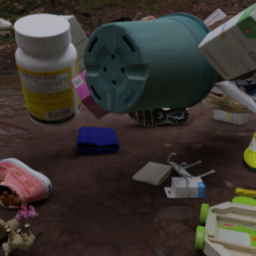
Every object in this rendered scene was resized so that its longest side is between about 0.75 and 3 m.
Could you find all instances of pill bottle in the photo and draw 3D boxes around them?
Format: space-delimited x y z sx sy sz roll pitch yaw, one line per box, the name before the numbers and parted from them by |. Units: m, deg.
pill bottle | -2.261 -1.563 8.052 1.654 2.894 1.654 3 43 -3

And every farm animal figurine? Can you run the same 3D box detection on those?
farm animal figurine | -2.283 1.866 5.086 1.338 0.705 1.353 -20 30 -20

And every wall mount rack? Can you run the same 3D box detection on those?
wall mount rack | 1.747 1.129 7.960 1.083 0.465 1.247 20 10 -21

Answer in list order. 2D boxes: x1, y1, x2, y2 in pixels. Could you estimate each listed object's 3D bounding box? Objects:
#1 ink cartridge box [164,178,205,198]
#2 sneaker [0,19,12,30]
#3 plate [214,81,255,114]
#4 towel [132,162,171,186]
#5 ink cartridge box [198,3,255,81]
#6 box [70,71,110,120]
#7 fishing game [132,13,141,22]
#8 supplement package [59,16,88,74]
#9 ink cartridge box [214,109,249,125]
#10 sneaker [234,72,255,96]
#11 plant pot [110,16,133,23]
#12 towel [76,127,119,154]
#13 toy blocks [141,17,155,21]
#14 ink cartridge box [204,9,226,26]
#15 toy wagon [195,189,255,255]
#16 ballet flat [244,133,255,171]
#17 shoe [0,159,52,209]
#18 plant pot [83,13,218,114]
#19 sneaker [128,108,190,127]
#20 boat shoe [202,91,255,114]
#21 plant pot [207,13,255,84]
ink cartridge box | 1.390 1.478 6.955 0.909 0.308 0.527 -1 16 -2
sneaker | -3.379 -2.735 7.124 0.757 0.354 0.266 6 47 -9
plate | 3.254 -1.478 9.509 2.225 0.360 2.230 27 22 -26
towel | 0.703 1.282 7.861 0.767 0.200 1.158 7 18 29
ink cartridge box | 1.998 -1.466 4.938 0.540 0.897 1.234 -52 14 -26
box | -0.929 -0.812 7.073 0.453 0.937 0.825 -34 56 4
fishing game | 0.504 -2.457 8.070 1.668 1.195 0.259 23 34 -38
supplement package | -2.204 -2.932 10.692 1.315 2.243 1.311 -43 37 -15
ink cartridge box | 4.992 -0.851 13.587 0.635 1.105 1.522 -14 21 -34
sneaker | 4.030 -1.904 9.429 0.965 1.067 2.505 17 -12 45
plant pot | 0.015 -3.575 11.162 1.152 1.299 1.296 0 10 -31
towel | -1.135 0.460 10.328 1.469 0.493 1.989 4 15 -9
toy blocks | 1.135 -4.143 12.369 0.644 1.479 1.774 -13 22 -15
ink cartridge box | 3.492 -3.554 10.544 1.419 1.039 0.609 48 2 13
toy wagon | 2.280 1.883 5.288 1.813 0.462 2.336 6 16 19
ballet flat | 4.248 0.606 9.074 0.812 0.814 2.430 8 18 26
shoe | -2.860 1.309 6.792 1.999 0.714 0.909 15 17 32
plant pot | 0.438 -1.388 6.348 2.407 2.407 2.357 14 22 39
sneaker | 1.376 -0.641 13.322 2.872 1.128 1.280 4 6 -11
boat shoe | 4.069 -1.092 11.369 2.330 0.752 0.830 14 24 39
plant pot | 2.067 -1.837 7.199 1.734 1.751 1.751 -19 20 -9
